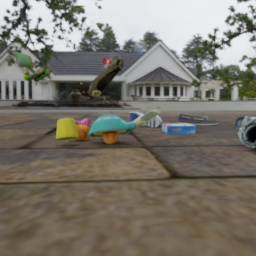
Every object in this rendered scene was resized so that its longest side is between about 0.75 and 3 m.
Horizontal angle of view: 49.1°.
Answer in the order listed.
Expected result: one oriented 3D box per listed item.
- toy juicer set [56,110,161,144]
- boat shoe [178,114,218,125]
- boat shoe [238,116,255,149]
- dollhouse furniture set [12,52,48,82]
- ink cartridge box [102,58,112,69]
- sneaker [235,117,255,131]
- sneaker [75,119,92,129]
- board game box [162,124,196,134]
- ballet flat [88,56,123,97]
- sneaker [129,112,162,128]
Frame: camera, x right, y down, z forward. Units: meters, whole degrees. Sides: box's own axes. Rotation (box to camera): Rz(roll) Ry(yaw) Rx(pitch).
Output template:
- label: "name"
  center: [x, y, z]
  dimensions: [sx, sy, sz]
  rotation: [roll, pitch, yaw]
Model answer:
- label: "toy juicer set"
  center: [-0.503, 0.118, 8.428]
  dimensions: [2.977, 0.810, 1.894]
  rotation: [-7, -9, 3]
- label: "boat shoe"
  center: [3.916, -0.487, 15.804]
  dimensions: [2.203, 0.628, 0.737]
  rotation: [1, 5, 15]
- label: "boat shoe"
  center: [3.224, 0.143, 7.069]
  dimensions: [0.787, 0.851, 2.305]
  rotation: [14, 16, 8]
- label: "dollhouse furniture set"
  center: [-4.205, -2.763, 12.073]
  dimensions: [0.693, 1.380, 0.904]
  rotation: [-27, -8, 19]
- label: "ink cartridge box"
  center: [-0.998, -3.302, 14.758]
  dimensions: [0.388, 0.813, 0.926]
  rotation: [-18, 27, 12]
- label: "sneaker"
  center: [5.663, -0.194, 11.968]
  dimensions: [0.882, 0.754, 2.025]
  rotation: [3, 3, -36]
- label: "sneaker"
  center: [-2.183, -0.025, 11.837]
  dimensions: [0.676, 0.560, 1.418]
  rotation: [-24, -13, 39]
- label: "board game box"
  center: [2.046, 0.029, 11.464]
  dimensions: [1.153, 0.322, 1.129]
  rotation: [0, 5, -3]
- label: "ballet flat"
  center: [-0.752, -1.708, 9.789]
  dimensions: [0.605, 1.796, 0.416]
  rotation: [15, 35, -53]
- label: "sneaker"
  center: [1.004, -0.376, 14.622]
  dimensions: [1.839, 0.743, 1.062]
  rotation: [11, 6, 30]
